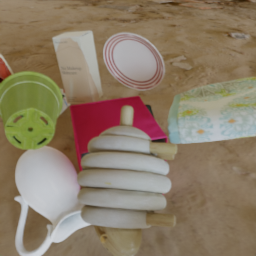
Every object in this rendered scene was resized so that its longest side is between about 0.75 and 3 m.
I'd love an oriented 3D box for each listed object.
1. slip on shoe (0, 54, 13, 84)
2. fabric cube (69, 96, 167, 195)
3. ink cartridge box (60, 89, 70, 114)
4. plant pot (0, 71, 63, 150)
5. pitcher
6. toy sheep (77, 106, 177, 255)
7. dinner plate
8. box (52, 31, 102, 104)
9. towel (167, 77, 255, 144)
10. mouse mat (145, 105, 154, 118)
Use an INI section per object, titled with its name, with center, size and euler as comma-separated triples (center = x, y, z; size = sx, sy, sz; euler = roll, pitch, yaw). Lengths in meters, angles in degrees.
[slip on shoe]
center = -3.681, -1.514, 7.673
size = 0.774, 2.088, 0.639
euler = -35, 4, 25
[fabric cube]
center = -0.395, 0.747, 8.831
size = 2.430, 2.477, 2.469
euler = -11, 36, -13
[ink cartridge box]
center = -3.314, -1.253, 13.124
size = 0.994, 0.565, 1.364
euler = 12, 38, 16
[plant pot]
center = -2.233, -0.291, 6.359
size = 1.596, 1.596, 1.515
euler = -10, 31, -13
[pitcher]
center = -2.410, 1.991, 8.004
size = 2.380, 1.681, 2.774
euler = -31, 56, -20
[toy sheep]
center = -0.038, 0.988, 5.533
size = 2.021, 2.021, 2.931
euler = 3, 71, 4
[dinner plate]
center = 0.209, -2.319, 9.898
size = 2.356, 2.356, 0.286
euler = 16, 51, 20
[box]
center = -1.773, -2.153, 10.146
size = 1.164, 2.451, 0.953
euler = 3, 31, 20
[towel]
center = 2.345, -0.513, 6.854
size = 2.556, 0.719, 2.986
euler = -10, 19, 17
[mouse mat]
center = 0.422, -0.547, 12.605
size = 1.446, 0.068, 1.798
euler = -3, 37, -5
